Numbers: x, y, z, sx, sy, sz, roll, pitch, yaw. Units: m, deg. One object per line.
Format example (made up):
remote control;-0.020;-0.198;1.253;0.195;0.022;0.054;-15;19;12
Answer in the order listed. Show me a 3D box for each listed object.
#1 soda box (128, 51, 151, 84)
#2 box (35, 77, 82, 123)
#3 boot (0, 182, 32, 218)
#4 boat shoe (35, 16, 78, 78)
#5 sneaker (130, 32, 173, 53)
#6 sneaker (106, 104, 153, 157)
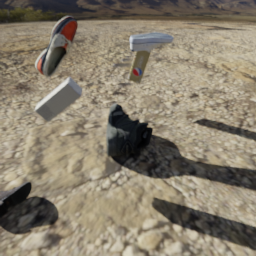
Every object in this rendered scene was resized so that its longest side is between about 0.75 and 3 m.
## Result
soda box;0.535;-2.942;12.701;0.622;1.836;0.588;17;46;-2
box;-2.122;-0.849;8.562;1.462;0.601;0.500;-34;29;18
boot;-3.559;1.773;7.658;1.271;0.505;1.460;17;34;28
boat shoe;-2.699;-3.159;10.991;0.800;2.558;0.910;36;4;40
sneaker;0.559;-2.074;6.855;1.126;0.399;0.411;-7;43;-15
sneaker;0.005;0.019;10.497;1.638;1.093;2.859;0;30;-4
